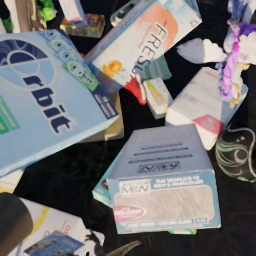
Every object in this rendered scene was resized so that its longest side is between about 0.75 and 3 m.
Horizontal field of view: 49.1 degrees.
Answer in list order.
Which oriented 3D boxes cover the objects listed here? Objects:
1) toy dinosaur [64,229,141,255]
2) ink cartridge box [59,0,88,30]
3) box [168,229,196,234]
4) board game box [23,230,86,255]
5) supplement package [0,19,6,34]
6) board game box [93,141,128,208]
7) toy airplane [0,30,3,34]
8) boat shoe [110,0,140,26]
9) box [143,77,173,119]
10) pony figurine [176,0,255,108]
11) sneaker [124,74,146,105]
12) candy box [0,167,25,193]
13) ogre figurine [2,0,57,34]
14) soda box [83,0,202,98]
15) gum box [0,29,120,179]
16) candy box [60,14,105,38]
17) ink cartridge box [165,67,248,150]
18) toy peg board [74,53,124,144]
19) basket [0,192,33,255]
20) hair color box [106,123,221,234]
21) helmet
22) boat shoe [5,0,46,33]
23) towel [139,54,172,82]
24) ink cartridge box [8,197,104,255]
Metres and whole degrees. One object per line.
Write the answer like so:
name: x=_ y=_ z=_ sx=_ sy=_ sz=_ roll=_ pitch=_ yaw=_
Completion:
toy dinosaur: x=-0.519 y=2.059 z=4.361 sx=0.767 sy=0.413 sz=1.741 roll=30 pitch=23 yaw=22
ink cartridge box: x=-1.306 y=-2.867 z=6.463 sx=0.346 sy=0.984 sz=1.648 roll=-19 pitch=11 yaw=5
box: x=1.125 y=1.612 z=5.535 sx=0.547 sy=0.226 sz=0.932 roll=-14 pitch=38 yaw=37
board game box: x=-1.330 y=2.235 z=5.089 sx=0.798 sy=0.173 sz=0.794 roll=9 pitch=15 yaw=33
supplement package: x=-5.755 y=-3.026 z=9.922 sx=2.079 sy=1.529 sz=1.988 roll=15 pitch=57 yaw=8
board game box: x=0.328 y=1.313 z=7.552 sx=1.615 sy=0.502 sz=2.139 roll=26 pitch=59 yaw=17
toy airplane: x=-3.541 y=-1.726 z=6.714 sx=1.625 sy=1.152 sz=1.632 roll=2 pitch=41 yaw=9
boat shoe: x=0.240 y=-3.941 z=9.311 sx=1.795 sy=0.557 sz=0.646 roll=-38 pitch=107 yaw=-10
box: x=0.962 y=-0.963 z=9.039 sx=0.586 sy=0.650 sz=1.155 roll=-16 pitch=58 yaw=-10
pony figurine: x=2.411 y=-1.802 z=6.242 sx=1.890 sy=2.191 sz=2.270 roll=15 pitch=80 yaw=39
sneaker: x=0.070 y=-1.316 z=9.310 sx=0.811 sy=0.550 sz=1.404 roll=-12 pitch=63 yaw=-8
candy box: x=-2.321 y=0.917 z=5.086 sx=1.338 sy=0.378 sz=0.781 roll=-60 pitch=37 yaw=6
ogre figurine: x=-3.854 y=-4.401 z=11.148 sx=2.344 sy=1.150 sz=1.405 roll=-24 pitch=46 yaw=-29
soda box: x=0.121 y=-1.743 z=5.732 sx=0.866 sy=2.723 sz=0.931 roll=37 pitch=36 yaw=-26
gum box: x=-1.629 y=-0.599 z=4.768 sx=2.515 sy=0.560 sz=2.136 roll=-27 pitch=81 yaw=-47
candy box: x=-1.830 y=-4.203 z=11.410 sx=1.603 sy=0.453 sz=0.935 roll=7 pitch=57 yaw=7
ink cartridge box: x=2.426 y=-0.663 z=8.662 sx=1.616 sy=0.913 sz=2.205 roll=32 pitch=61 yaw=20
toy peg board: x=-1.758 y=-1.130 z=8.672 sx=2.943 sy=1.445 sz=2.955 roll=-6 pitch=55 yaw=-4
basket: x=-1.797 y=1.452 z=3.695 sx=0.627 sy=0.831 sz=0.922 roll=-1 pitch=22 yaw=18
hair color box: x=0.638 y=0.660 z=4.865 sx=1.386 sy=0.839 sz=2.772 roll=-8 pitch=11 yaw=11
helmet: x=3.065 y=0.615 z=7.455 sx=1.520 sy=1.449 sz=1.520 roll=-2 pitch=96 yaw=-24
boat shoe: x=-2.666 y=-2.903 z=7.427 sx=0.889 sy=1.072 sz=2.985 roll=-12 pitch=86 yaw=-23
towel: x=0.511 y=-2.177 z=10.146 sx=1.849 sy=0.216 sz=1.410 roll=-9 pitch=55 yaw=-6
ink cartridge box: x=-2.011 y=2.647 z=6.393 sx=2.631 sy=0.888 sz=1.532 roll=14 pitch=56 yaw=10
